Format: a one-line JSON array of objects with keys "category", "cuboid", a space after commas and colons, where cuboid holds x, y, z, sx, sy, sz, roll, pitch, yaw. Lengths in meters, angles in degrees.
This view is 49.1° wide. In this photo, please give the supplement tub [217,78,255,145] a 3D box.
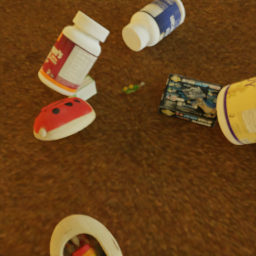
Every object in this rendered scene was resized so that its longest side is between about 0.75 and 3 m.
[{"category": "supplement tub", "cuboid": [4.537, -0.663, 8.783, 2.880, 2.094, 2.094, -15, 47, 44]}]

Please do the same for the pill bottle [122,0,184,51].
[{"category": "pill bottle", "cuboid": [1.060, -4.489, 12.100, 1.492, 1.492, 2.687, 39, 67, 20]}]

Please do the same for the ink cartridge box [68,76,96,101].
[{"category": "ink cartridge box", "cuboid": [-1.923, -1.305, 10.685, 1.427, 0.741, 0.423, -38, 67, -20]}]

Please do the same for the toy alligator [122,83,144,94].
[{"category": "toy alligator", "cuboid": [0.188, -1.515, 10.892, 0.938, 0.311, 0.225, -18, 61, 18]}]

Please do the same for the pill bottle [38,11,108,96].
[{"category": "pill bottle", "cuboid": [-1.821, -2.474, 9.454, 1.391, 1.391, 2.540, 40, 104, 21]}]

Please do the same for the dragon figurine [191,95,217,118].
[{"category": "dragon figurine", "cuboid": [2.895, -0.792, 9.918, 1.532, 0.451, 0.762, -5, 59, -39]}]

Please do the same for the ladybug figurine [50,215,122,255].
[{"category": "ladybug figurine", "cuboid": [-1.064, 3.472, 7.477, 1.686, 0.893, 2.484, -28, 87, -10]}]

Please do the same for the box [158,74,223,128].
[{"category": "box", "cuboid": [2.383, -1.079, 10.689, 2.155, 0.496, 1.713, 15, 61, 9]}]

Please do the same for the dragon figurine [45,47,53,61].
[{"category": "dragon figurine", "cuboid": [-2.720, -3.012, 11.119, 1.283, 0.378, 0.638, -22, 65, 18]}]

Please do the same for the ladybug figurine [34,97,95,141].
[{"category": "ladybug figurine", "cuboid": [-2.131, -0.379, 9.284, 1.803, 0.955, 2.656, -7, 17, 18]}]
